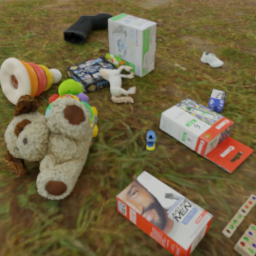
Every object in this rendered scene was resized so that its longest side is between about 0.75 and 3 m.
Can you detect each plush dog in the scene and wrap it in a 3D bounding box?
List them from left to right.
[{"bbox_3d":[-2.444,0.348,8.447,2.500,2.911,2.335,14,8,3],"label":"plush dog"}]

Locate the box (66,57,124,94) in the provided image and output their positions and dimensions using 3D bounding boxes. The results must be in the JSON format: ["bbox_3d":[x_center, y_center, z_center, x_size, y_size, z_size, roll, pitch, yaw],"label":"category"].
[{"bbox_3d":[-1.546,-2.501,12.994,1.997,0.496,1.982,-24,45,-26],"label":"box"}]

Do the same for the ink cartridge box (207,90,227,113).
[{"bbox_3d":[3.662,-1.122,11.508,0.572,0.269,1.216,16,42,16],"label":"ink cartridge box"}]

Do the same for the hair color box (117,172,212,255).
[{"bbox_3d":[0.887,2.202,7.264,2.170,0.694,1.203,28,48,31],"label":"hair color box"}]

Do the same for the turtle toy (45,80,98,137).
[{"bbox_3d":[-2.125,-0.702,10.165,1.957,1.357,2.685,-4,40,-4],"label":"turtle toy"}]

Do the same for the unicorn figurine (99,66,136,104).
[{"bbox_3d":[-0.457,-1.996,11.802,1.464,0.787,2.131,-10,60,6],"label":"unicorn figurine"}]

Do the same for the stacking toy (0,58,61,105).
[{"bbox_3d":[-3.853,-2.067,11.927,1.876,1.876,2.567,28,30,29],"label":"stacking toy"}]

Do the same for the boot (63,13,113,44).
[{"bbox_3d":[-2.289,-5.934,16.678,2.373,0.945,2.879,1,36,15],"label":"boot"}]

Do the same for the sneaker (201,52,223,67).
[{"bbox_3d":[4.219,-3.432,14.067,1.227,0.534,0.457,33,49,31],"label":"sneaker"}]

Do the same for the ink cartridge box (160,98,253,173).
[{"bbox_3d":[2.697,0.133,9.581,1.585,0.733,2.910,-30,50,-34],"label":"ink cartridge box"}]

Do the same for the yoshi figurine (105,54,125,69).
[{"bbox_3d":[-0.598,-3.219,13.410,1.041,0.583,0.585,39,75,18],"label":"yoshi figurine"}]

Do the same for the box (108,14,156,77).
[{"bbox_3d":[0.206,-3.916,13.259,2.038,2.310,1.117,30,49,29],"label":"box"}]

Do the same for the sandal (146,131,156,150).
[{"bbox_3d":[0.797,0.365,9.686,0.345,0.378,0.868,-3,38,4],"label":"sandal"}]

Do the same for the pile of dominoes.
[{"bbox_3d":[3.332,2.542,6.964,1.368,0.280,1.756,37,52,27],"label":"pile of dominoes"}]
